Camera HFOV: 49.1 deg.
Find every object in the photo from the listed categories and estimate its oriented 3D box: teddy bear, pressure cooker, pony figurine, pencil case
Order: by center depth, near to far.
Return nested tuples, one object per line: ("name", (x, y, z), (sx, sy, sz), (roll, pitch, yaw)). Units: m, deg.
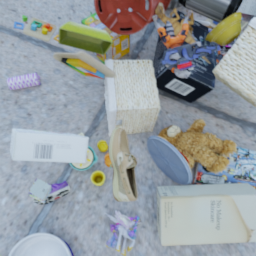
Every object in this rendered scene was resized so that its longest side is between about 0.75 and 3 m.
("pressure cooker", (2.579, -4.516, 8.704), (2.270, 1.996, 2.027), (30, 86, 12))
("pony figurine", (-0.200, 3.173, 8.727), (1.213, 1.046, 1.256), (35, 62, -19))
("teddy bear", (2.226, 0.546, 9.437), (1.961, 0.903, 2.705), (-44, 55, -10))
("pencil case", (-4.165, -1.869, 11.194), (1.266, 0.531, 0.541), (-11, 34, -7))

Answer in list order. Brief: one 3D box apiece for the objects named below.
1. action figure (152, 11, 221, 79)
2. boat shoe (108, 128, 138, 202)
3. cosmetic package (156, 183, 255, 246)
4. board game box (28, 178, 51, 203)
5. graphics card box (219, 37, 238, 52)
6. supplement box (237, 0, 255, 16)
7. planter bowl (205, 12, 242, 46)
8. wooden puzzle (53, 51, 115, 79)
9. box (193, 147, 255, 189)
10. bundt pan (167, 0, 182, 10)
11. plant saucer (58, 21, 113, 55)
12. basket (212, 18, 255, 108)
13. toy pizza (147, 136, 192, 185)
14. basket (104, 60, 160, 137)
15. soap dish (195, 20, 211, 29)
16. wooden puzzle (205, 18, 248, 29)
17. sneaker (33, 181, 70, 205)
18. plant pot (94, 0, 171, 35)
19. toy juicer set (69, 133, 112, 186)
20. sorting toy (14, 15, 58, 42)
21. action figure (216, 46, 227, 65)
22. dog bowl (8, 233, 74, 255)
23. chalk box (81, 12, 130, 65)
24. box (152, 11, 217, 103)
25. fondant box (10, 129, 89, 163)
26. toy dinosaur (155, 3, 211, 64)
("action figure", (1.482, -2.153, 7.452), (1.760, 0.920, 1.702), (-9, 93, -16))
("boat shoe", (-0.045, 0.868, 6.853), (0.585, 0.647, 1.815), (-9, 82, 30))
("cosmetic package", (2.384, 2.591, 8.516), (2.950, 1.078, 1.527), (-3, 97, 0))
("board game box", (-2.546, 1.836, 8.124), (0.464, 0.900, 0.472), (27, 65, -3))
("graphics card box", (4.078, -3.732, 12.147), (1.300, 0.331, 0.815), (8, 65, 2))
("supplement box", (4.561, -6.246, 12.446), (2.980, 1.540, 1.508), (14, 46, 8))
("planter bowl", (2.904, -2.764, 8.174), (1.187, 1.187, 0.495), (-30, 81, -13))
("wooden puzzle", (-1.292, -1.762, 8.091), (1.481, 1.370, 0.276), (11, 79, 47))
("box", (3.606, 1.473, 9.647), (2.466, 0.492, 1.688), (15, 65, 7))
("bundt pan", (1.827, -6.441, 13.088), (2.385, 0.895, 2.385), (0, 65, 0))
("plant saucer", (-1.311, -2.757, 8.554), (1.554, 1.556, 0.373), (11, 89, -14))
("basket", (3.966, -1.659, 8.322), (2.231, 2.211, 1.794), (41, 106, 13))
("toy pizza", (1.358, 1.009, 9.072), (0.309, 1.950, 1.950), (-37, 70, -21))
("basket", (0.035, -1.053, 9.977), (1.704, 2.099, 2.118), (-5, 65, -7))
("soap dish", (2.594, -4.144, 11.858), (1.636, 1.287, 0.664), (11, 101, 5))
("wooden puzzle", (4.333, -4.732, 12.387), (1.565, 0.362, 1.450), (35, 60, 22))
("sneaker", (-2.587, 2.173, 9.428), (1.238, 0.499, 0.517), (-19, 51, -18))
("plant pot", (0.117, -4.365, 9.319), (2.519, 2.519, 2.449), (13, 38, 6))
("toy juicer set", (-1.454, 0.856, 9.863), (2.328, 0.633, 1.481), (34, 70, 15))
("sorting toy", (-2.937, -3.359, 9.420), (1.694, 0.231, 0.954), (17, 48, -10))
("action figure", (3.732, -3.016, 11.720), (0.905, 0.473, 0.875), (29, 78, 17))
("dog bowl", (-2.571, 4.150, 8.267), (1.938, 0.763, 1.938), (0, 65, 0))
("chalk box", (-1.071, -3.944, 11.701), (1.324, 1.331, 2.139), (-35, 69, -15))
("box", (2.161, -2.647, 10.680), (1.980, 1.428, 2.668), (20, 64, -19))
("fondant box", (-2.055, 0.408, 6.995), (1.579, 2.189, 0.638), (6, 90, -24))
("toy dinosaur", (1.782, -3.003, 8.883), (2.351, 0.710, 1.248), (40, 60, -5))
